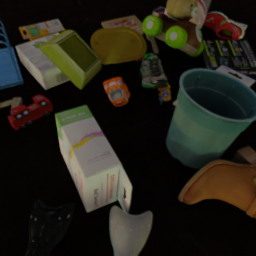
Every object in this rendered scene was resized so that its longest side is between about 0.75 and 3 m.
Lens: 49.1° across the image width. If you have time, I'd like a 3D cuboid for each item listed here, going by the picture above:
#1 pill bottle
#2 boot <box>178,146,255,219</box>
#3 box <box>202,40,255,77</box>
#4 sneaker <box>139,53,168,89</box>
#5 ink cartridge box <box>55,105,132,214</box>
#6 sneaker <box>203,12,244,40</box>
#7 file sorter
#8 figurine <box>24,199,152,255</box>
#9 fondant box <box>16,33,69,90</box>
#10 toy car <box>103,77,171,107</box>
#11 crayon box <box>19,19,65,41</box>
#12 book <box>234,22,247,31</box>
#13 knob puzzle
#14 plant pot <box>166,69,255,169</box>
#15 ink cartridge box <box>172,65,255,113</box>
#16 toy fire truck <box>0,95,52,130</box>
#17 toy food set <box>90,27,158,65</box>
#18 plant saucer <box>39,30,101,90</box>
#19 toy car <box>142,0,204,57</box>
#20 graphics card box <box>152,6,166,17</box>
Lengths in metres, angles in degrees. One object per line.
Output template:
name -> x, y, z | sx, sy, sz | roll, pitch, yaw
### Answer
pill bottle -> 2.715, -5.462, 12.234 | 1.668, 1.668, 2.929 | 15, 52, 13
boot -> 2.655, 1.630, 6.464 | 2.570, 0.947, 1.988 | -24, 57, -17
box -> 3.830, -2.680, 10.656 | 1.819, 0.448, 1.884 | -2, 49, 1
sneaker -> 0.779, -1.892, 9.298 | 0.803, 0.877, 2.058 | -6, 32, -11
ink cartridge box -> -0.891, 0.893, 6.673 | 0.873, 1.518, 2.593 | -18, 50, -21
sneaker -> 3.916, -4.275, 11.895 | 0.852, 0.772, 2.006 | -38, 58, -23
file sorter -> -4.909, -2.563, 9.875 | 1.625, 1.437, 2.342 | -19, 51, -15
figurine -> -0.884, 2.707, 5.379 | 2.894, 1.246, 2.823 | 4, 44, 3
fondant box -> -2.765, -2.512, 10.191 | 1.751, 0.707, 2.428 | -28, 50, -23
toy car -> 0.366, -1.130, 8.864 | 2.227, 1.093, 0.741 | -7, 64, -4
crayon box -> -3.599, -3.997, 11.828 | 1.717, 0.443, 1.079 | -19, 51, -17
book -> 4.687, -4.525, 12.459 | 1.018, 0.245, 0.680 | 26, 51, 20
knob puzzle -> -0.108, -4.151, 12.072 | 1.993, 0.276, 1.993 | 0, 50, 0
plant pot -> 1.951, -0.121, 7.135 | 2.008, 1.967, 2.008 | 9, 41, -8
ink cartridge box -> 2.833, -1.044, 9.131 | 1.339, 0.524, 2.827 | 36, 60, 29
toy fire truck -> -3.460, -0.583, 8.747 | 1.829, 0.446, 1.290 | -34, 56, -27
toy food set -> -0.205, -2.985, 10.676 | 2.632, 0.860, 1.548 | -15, 71, -23
plant saucer -> -1.693, -2.365, 9.100 | 1.776, 0.425, 1.774 | 45, 37, -13
toy car -> 2.087, -4.142, 10.038 | 2.025, 2.567, 2.108 | 36, 21, 26
graphics card box -> 1.729, -5.346, 13.162 | 1.074, 0.273, 0.674 | 31, 55, 26
